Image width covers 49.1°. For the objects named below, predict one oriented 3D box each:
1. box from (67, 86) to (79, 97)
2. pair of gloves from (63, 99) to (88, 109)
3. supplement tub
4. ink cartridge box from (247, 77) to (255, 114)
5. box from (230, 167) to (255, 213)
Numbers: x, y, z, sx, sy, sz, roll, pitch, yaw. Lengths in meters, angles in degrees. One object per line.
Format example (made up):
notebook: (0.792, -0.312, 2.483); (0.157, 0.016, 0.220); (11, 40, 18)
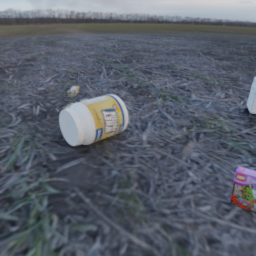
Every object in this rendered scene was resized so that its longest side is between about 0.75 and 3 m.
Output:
box: (-3.273, -2.182, 16.801); (0.387, 0.355, 1.105); (3, 26, 7)
pair of gloves: (-2.422, -1.050, 14.463); (1.551, 0.272, 1.319); (-20, 35, -33)
supplement tub: (-1.356, -0.308, 11.139); (2.330, 1.686, 1.686); (-21, 32, -36)
ink cartridge box: (7.027, -1.426, 13.453); (2.087, 1.524, 1.531); (12, 23, 12)
box: (3.585, 1.773, 7.328); (1.622, 1.110, 0.317); (16, 29, 32)
